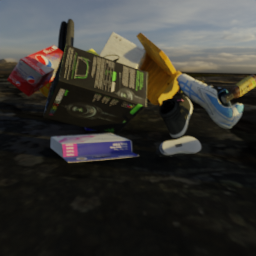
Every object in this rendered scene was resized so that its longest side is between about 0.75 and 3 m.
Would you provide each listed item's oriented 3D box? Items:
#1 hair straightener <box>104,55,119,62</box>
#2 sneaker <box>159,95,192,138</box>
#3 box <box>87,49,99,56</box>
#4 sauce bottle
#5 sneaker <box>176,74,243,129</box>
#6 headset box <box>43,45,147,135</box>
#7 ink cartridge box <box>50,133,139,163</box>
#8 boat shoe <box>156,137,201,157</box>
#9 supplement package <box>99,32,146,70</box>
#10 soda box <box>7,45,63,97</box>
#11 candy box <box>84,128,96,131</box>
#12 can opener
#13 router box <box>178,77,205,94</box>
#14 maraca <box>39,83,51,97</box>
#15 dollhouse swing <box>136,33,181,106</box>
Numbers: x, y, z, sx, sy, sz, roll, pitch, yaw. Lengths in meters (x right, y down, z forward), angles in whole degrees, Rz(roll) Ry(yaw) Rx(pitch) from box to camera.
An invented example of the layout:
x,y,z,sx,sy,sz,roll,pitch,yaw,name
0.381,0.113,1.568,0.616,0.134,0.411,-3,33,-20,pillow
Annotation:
x,y,z,sx,sy,sz,roll,pitch,yaw,name
-0.985,-1.740,9.619,0.403,1.970,0.758,41,4,28,hair straightener
1.591,-0.725,9.323,0.733,1.029,2.074,-14,35,28,sneaker
-0.902,-2.002,12.122,2.982,1.122,0.747,44,38,5,box
2.969,-1.018,7.490,1.071,0.346,0.346,-34,21,-7,sauce bottle
2.360,-0.974,8.265,0.888,0.896,2.471,9,32,-42,sneaker
-0.916,-0.912,8.190,2.572,1.193,2.239,15,-28,-22,headset box
-0.894,0.444,7.064,1.773,0.391,1.806,-2,6,-27,ink cartridge box
1.257,0.492,7.005,1.281,0.439,0.363,-2,-22,-31,boat shoe
-0.561,-1.998,10.744,1.416,2.586,1.471,30,3,2,supplement package
-2.722,-1.880,8.879,0.778,0.859,2.453,39,24,-9,soda box
-1.255,-0.311,10.209,0.972,0.443,1.149,3,25,-30,candy box
-2.454,-2.922,10.724,0.838,2.645,1.040,7,-10,27,can opener
2.257,-1.528,10.023,0.813,0.639,0.212,-4,52,-11,router box
-3.184,-2.017,12.569,2.598,1.781,1.390,4,44,52,maraca
0.768,-2.209,10.843,1.868,1.931,2.125,13,32,-52,dollhouse swing
